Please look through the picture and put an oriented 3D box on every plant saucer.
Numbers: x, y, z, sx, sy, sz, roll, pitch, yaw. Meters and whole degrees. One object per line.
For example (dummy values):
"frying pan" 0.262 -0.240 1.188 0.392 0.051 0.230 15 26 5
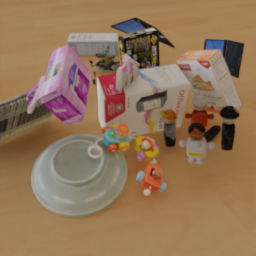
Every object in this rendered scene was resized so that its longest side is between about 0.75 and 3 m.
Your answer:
"plant saucer" -1.307 1.033 7.491 2.589 0.650 2.589 1 50 -2

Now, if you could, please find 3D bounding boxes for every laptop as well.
"laptop" 3.393 -2.526 10.162 0.709 1.217 1.373 -9 28 -17
"laptop" 0.618 -3.741 11.523 2.039 1.053 1.807 51 27 16

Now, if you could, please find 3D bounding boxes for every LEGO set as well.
"LEGO set" -1.017 -2.683 12.738 1.670 0.729 2.571 12 53 18

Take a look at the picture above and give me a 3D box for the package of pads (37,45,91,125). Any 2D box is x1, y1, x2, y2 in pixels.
"package of pads" -1.538 -1.102 7.144 0.713 1.135 1.883 -21 45 23

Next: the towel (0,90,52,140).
"towel" -3.366 -0.377 8.248 2.884 2.777 0.498 -27 84 -33

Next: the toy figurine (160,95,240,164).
"toy figurine" 2.029 -0.047 8.119 1.856 1.311 1.885 -19 33 -21

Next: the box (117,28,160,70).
"box" 0.385 -2.261 9.054 1.280 1.603 0.395 -22 36 -20

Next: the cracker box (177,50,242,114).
"cracker box" 2.549 -1.406 8.810 0.600 2.081 1.394 -41 28 -16

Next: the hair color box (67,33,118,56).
"hair color box" -1.806 -4.356 14.584 2.530 0.767 1.253 0 38 -2

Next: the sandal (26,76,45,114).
"sandal" -2.334 -0.826 6.885 0.325 0.538 1.322 21 37 -17

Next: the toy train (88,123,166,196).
"toy train" 0.159 0.675 7.448 2.246 0.625 1.687 30 42 -3

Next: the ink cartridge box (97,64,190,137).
"ink cartridge box" 0.425 -0.793 9.030 2.689 1.984 1.151 -11 48 -11

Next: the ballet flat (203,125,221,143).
"ballet flat" 2.650 0.273 9.199 1.116 0.317 0.371 -31 77 -28

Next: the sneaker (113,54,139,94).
"sneaker" -0.024 -1.502 7.922 0.598 0.551 1.356 20 61 -1
